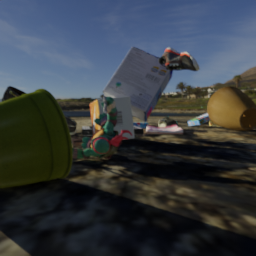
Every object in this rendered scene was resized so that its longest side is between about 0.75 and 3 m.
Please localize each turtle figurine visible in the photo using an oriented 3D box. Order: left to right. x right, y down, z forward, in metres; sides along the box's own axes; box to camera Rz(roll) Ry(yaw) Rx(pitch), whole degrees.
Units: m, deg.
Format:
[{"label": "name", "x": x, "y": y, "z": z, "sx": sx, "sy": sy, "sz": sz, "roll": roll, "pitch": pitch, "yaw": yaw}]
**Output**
[{"label": "turtle figurine", "x": -0.542, "y": 0.160, "z": 4.812, "sx": 1.264, "sy": 0.850, "sz": 1.688, "roll": -41, "pitch": 4, "yaw": -2}]

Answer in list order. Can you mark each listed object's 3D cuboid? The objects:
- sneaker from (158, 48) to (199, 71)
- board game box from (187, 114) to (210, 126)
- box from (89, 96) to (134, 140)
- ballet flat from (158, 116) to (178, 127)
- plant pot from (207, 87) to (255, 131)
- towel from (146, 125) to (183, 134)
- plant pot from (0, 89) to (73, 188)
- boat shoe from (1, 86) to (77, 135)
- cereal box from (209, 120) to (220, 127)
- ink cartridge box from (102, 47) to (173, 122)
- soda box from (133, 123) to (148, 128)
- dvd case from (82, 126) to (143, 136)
[{"label": "sneaker", "x": 1.407, "y": -1.797, "z": 7.976, "sx": 0.579, "sy": 0.615, "sz": 1.503, "roll": 50, "pitch": -5, "yaw": -36}, {"label": "board game box", "x": 4.294, "y": -0.551, "z": 15.441, "sx": 1.676, "sy": 0.307, "sz": 1.268, "roll": -21, "pitch": 2, "yaw": -15}, {"label": "box", "x": -0.499, "y": -0.233, "z": 7.728, "sx": 0.855, "sy": 1.091, "sz": 1.754, "roll": -7, "pitch": 2, "yaw": -13}, {"label": "ballet flat", "x": 1.727, "y": -0.201, "z": 12.772, "sx": 0.627, "sy": 0.624, "sz": 1.834, "roll": -12, "pitch": 4, "yaw": -4}, {"label": "plant pot", "x": 4.806, "y": -0.696, "z": 12.291, "sx": 1.942, "sy": 1.942, "sz": 2.084, "roll": 0, "pitch": 17, "yaw": -8}, {"label": "towel", "x": 1.372, "y": 0.054, "z": 10.950, "sx": 1.339, "sy": 0.274, "sz": 1.830, "roll": 0, "pitch": 3, "yaw": 4}, {"label": "plant pot", "x": -1.344, "y": 0.196, "z": 3.042, "sx": 1.057, "sy": 1.097, "sz": 1.097, "roll": -17, "pitch": 13, "yaw": -37}, {"label": "boat shoe", "x": -2.909, "y": -0.548, "z": 9.473, "sx": 2.653, "sy": 0.799, "sz": 0.946, "roll": 22, "pitch": 19, "yaw": -17}, {"label": "cereal box", "x": 5.781, "y": -0.296, "z": 15.072, "sx": 2.395, "sy": 0.473, "sz": 1.723, "roll": -1, "pitch": 3, "yaw": 1}, {"label": "ink cartridge box", "x": 0.461, "y": -1.607, "z": 9.335, "sx": 1.597, "sy": 2.340, "sz": 0.893, "roll": 27, "pitch": -16, "yaw": 12}, {"label": "soda box", "x": 0.583, "y": -0.127, "z": 14.080, "sx": 0.843, "sy": 0.270, "sz": 0.286, "roll": 1, "pitch": 3, "yaw": 34}, {"label": "dvd case", "x": -0.632, "y": 0.095, "z": 10.331, "sx": 2.118, "sy": 0.262, "sz": 1.592, "roll": -1, "pitch": 4, "yaw": -10}]
